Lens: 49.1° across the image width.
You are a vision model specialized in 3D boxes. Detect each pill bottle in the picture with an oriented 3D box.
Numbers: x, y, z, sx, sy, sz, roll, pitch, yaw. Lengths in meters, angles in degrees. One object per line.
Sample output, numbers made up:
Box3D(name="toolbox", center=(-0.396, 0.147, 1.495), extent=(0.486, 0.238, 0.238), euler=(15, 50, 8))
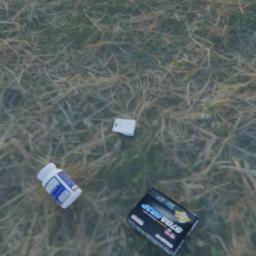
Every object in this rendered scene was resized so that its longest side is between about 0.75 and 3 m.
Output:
Box3D(name="pill bottle", center=(-2.456, 2.021, 9.918), extent=(1.495, 0.865, 0.865), euler=(44, 62, 10))

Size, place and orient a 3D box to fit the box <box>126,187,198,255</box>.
Box3D(name="box", center=(1.127, 3.093, 9.434), extent=(1.925, 0.443, 1.530), euler=(31, 53, 27))

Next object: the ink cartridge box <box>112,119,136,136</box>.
Box3D(name="ink cartridge box", center=(-0.162, -0.038, 12.271), extent=(0.906, 0.258, 0.736), euler=(3, 51, 12))
